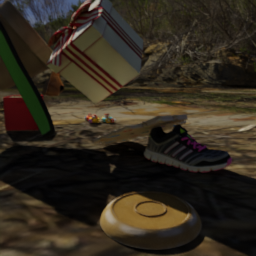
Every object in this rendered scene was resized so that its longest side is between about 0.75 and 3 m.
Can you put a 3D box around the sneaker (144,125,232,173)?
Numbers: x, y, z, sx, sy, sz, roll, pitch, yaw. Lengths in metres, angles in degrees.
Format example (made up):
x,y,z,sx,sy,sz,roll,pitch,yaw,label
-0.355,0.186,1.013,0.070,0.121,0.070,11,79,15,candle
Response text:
x,y,z,sx,sy,sz,roll,pitch,yaw,label
1.397,0.440,6.948,2.268,0.992,0.837,8,14,36,sneaker

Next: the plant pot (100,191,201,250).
x,y,z,sx,sy,sz,roll,pitch,yaw,label
0.347,1.342,4.403,1.573,0.216,1.573,-1,11,0,plant pot

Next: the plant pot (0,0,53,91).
x,y,z,sx,sy,sz,roll,pitch,yaw,label
-4.259,-2.747,10.249,2.424,2.793,2.793,-41,16,-2,plant pot

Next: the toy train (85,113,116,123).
x,y,z,sx,sy,sz,roll,pitch,yaw,label
-1.365,-0.514,13.319,1.531,0.426,1.150,0,11,4,toy train

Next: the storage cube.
x,y,z,sx,sy,sz,roll,pitch,yaw,label
-4.266,-0.654,11.635,1.503,1.351,1.285,0,11,-5,storage cube

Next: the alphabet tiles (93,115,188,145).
x,y,z,sx,sy,sz,roll,pitch,yaw,label
0.380,0.061,8.219,2.589,0.193,2.647,-6,-10,-42,alphabet tiles

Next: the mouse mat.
x,y,z,sx,sy,sz,roll,pitch,yaw,label
-1.673,-1.081,3.747,0.101,2.681,2.158,-27,6,-19,mouse mat

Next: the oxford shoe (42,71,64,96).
x,y,z,sx,sy,sz,roll,pitch,yaw,label
-2.354,-1.388,9.069,0.589,0.589,1.652,15,27,-14,oxford shoe

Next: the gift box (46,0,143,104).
x,y,z,sx,sy,sz,roll,pitch,yaw,label
-0.985,-2.428,8.696,2.331,2.359,2.527,-33,33,28,gift box
